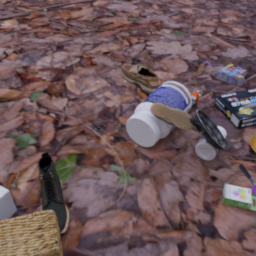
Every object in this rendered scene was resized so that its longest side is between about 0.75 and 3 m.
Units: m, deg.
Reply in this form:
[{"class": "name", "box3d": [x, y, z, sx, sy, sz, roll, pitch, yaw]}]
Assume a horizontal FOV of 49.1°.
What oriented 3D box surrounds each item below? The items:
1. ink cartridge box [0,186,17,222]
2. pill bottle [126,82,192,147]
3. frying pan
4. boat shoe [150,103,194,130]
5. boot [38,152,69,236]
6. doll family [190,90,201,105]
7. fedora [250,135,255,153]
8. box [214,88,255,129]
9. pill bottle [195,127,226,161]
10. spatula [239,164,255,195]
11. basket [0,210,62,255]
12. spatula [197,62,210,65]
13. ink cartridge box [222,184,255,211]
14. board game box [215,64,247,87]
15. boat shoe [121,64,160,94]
[{"class": "ink cartridge box", "box3d": [-4.287, 2.260, 8.377, 1.374, 1.012, 0.994, 19, 44, 22]}, {"class": "pill bottle", "box3d": [1.254, -0.564, 11.242, 1.647, 1.647, 2.846, 24, 46, 26]}, {"class": "frying pan", "box3d": [2.626, 0.209, 9.152, 1.669, 0.449, 2.760, 52, 26, 4]}, {"class": "boat shoe", "box3d": [1.546, -0.411, 9.961, 1.688, 0.607, 0.547, 21, 1, -4]}, {"class": "boot", "box3d": [-2.350, 1.960, 8.358, 0.842, 1.503, 2.173, -14, 43, -16]}, {"class": "doll family", "box3d": [2.819, -1.402, 13.162, 1.456, 0.656, 0.904, 13, 46, 42]}, {"class": "fedora", "box3d": [5.644, 0.519, 10.655, 1.843, 0.752, 1.843, 1, 40, 0]}, {"class": "box", "box3d": [5.424, -0.933, 12.513, 2.410, 0.554, 1.915, -11, 41, -13]}, {"class": "pill bottle", "box3d": [3.188, 0.539, 10.609, 0.776, 0.776, 1.398, 26, 46, 27]}, {"class": "spatula", "box3d": [4.246, 1.785, 9.602, 0.422, 0.153, 1.492, -23, 40, 0]}, {"class": "basket", "box3d": [-2.581, 3.087, 7.263, 1.654, 1.181, 1.232, -12, 40, -16]}, {"class": "spatula", "box3d": [4.367, -3.783, 16.272, 0.783, 0.080, 0.221, 8, 40, 9]}, {"class": "ink cartridge box", "box3d": [3.626, 2.223, 8.956, 1.111, 0.329, 0.577, 11, 41, 13]}, {"class": "board game box", "box3d": [5.600, -2.751, 14.776, 1.392, 0.429, 1.391, -31, 50, -32]}, {"class": "boat shoe", "box3d": [0.659, -2.783, 14.359, 1.063, 1.007, 2.806, -29, 48, -30]}]
